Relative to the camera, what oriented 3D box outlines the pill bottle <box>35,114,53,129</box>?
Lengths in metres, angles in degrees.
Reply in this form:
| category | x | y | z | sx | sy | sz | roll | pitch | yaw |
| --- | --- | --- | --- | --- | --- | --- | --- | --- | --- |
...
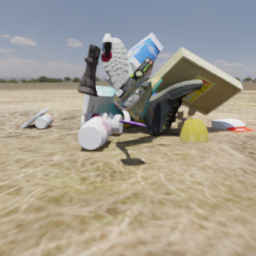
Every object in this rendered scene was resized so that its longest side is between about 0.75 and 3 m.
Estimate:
| category | x | y | z | sx | sy | sz | roll | pitch | yaw |
| --- | --- | --- | --- | --- | --- | --- | --- | --- | --- |
| pill bottle | -3.341 | -0.257 | 11.135 | 0.512 | 0.512 | 0.934 | 0 | 10 | 0 |

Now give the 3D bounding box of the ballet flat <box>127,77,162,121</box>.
| category | x | y | z | sx | sy | sz | roll | pitch | yaw |
| --- | --- | --- | --- | --- | --- | --- | --- | --- | --- |
| ballet flat | 0.476 | -0.992 | 8.426 | 0.607 | 1.717 | 0.607 | 22 | -26 | 12 |

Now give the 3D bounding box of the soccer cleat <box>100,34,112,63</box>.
| category | x | y | z | sx | sy | sz | roll | pitch | yaw |
| --- | --- | --- | --- | --- | --- | --- | --- | --- | --- |
| soccer cleat | -0.656 | -2.495 | 8.818 | 0.367 | 0.454 | 1.051 | 3 | -24 | -10 |

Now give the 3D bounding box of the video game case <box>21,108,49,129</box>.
| category | x | y | z | sx | sy | sz | roll | pitch | yaw |
| --- | --- | --- | --- | --- | --- | --- | --- | --- | --- |
| video game case | -3.751 | -0.416 | 11.367 | 1.007 | 0.127 | 1.106 | -36 | 9 | 7 |

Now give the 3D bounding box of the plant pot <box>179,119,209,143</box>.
| category | x | y | z | sx | sy | sz | roll | pitch | yaw |
| --- | --- | --- | --- | --- | --- | --- | --- | --- | --- |
| plant pot | 2.102 | 0.069 | 8.871 | 0.921 | 0.654 | 0.921 | 1 | 10 | 0 |

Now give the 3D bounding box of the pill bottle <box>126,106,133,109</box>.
| category | x | y | z | sx | sy | sz | roll | pitch | yaw |
| --- | --- | --- | --- | --- | --- | --- | --- | --- | --- |
| pill bottle | -0.058 | -1.296 | 13.056 | 1.107 | 0.641 | 0.641 | 43 | -15 | -30 |

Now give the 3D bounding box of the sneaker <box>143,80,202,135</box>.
| category | x | y | z | sx | sy | sz | roll | pitch | yaw |
| --- | --- | --- | --- | --- | --- | --- | --- | --- | --- |
| sneaker | 1.537 | -0.667 | 9.384 | 2.392 | 1.271 | 0.895 | -23 | -6 | 34 |

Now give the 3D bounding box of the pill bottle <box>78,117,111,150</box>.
| category | x | y | z | sx | sy | sz | roll | pitch | yaw |
| --- | --- | --- | --- | --- | --- | --- | --- | --- | --- |
| pill bottle | -0.946 | 0.149 | 8.034 | 0.778 | 0.778 | 1.373 | 1 | 10 | 5 |

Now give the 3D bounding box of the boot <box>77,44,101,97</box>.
| category | x | y | z | sx | sy | sz | roll | pitch | yaw |
| --- | --- | --- | --- | --- | --- | --- | --- | --- | --- |
| boot | -1.149 | -1.850 | 9.103 | 0.632 | 1.590 | 1.827 | 12 | 3 | -4 |

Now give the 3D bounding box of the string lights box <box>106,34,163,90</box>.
| category | x | y | z | sx | sy | sz | roll | pitch | yaw |
| --- | --- | --- | --- | --- | --- | --- | --- | --- | --- |
| string lights box | 0.331 | -2.650 | 11.420 | 1.438 | 0.825 | 2.798 | -28 | 23 | 38 |

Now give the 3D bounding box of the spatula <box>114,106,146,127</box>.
| category | x | y | z | sx | sy | sz | roll | pitch | yaw |
| --- | --- | --- | --- | --- | --- | --- | --- | --- | --- |
| spatula | -0.064 | -0.306 | 6.818 | 0.575 | 0.209 | 2.034 | 13 | 14 | -16 |

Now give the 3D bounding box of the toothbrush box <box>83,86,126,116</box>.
| category | x | y | z | sx | sy | sz | roll | pitch | yaw |
| --- | --- | --- | --- | --- | --- | --- | --- | --- | --- |
| toothbrush box | -0.986 | -1.054 | 12.089 | 1.731 | 1.267 | 0.738 | 0 | 40 | -21 |

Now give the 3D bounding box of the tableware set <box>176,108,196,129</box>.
| category | x | y | z | sx | sy | sz | roll | pitch | yaw |
| --- | --- | --- | --- | --- | --- | --- | --- | --- | --- |
| tableware set | 2.230 | -0.352 | 10.792 | 0.788 | 0.943 | 0.109 | -14 | 37 | -11 |

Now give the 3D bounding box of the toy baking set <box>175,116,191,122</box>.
| category | x | y | z | sx | sy | sz | roll | pitch | yaw |
| --- | --- | --- | --- | --- | --- | --- | --- | --- | --- |
| toy baking set | 2.299 | -0.475 | 13.391 | 1.063 | 0.161 | 1.385 | -8 | 13 | -40 |

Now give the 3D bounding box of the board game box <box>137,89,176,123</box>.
| category | x | y | z | sx | sy | sz | roll | pitch | yaw |
| --- | --- | --- | --- | --- | --- | --- | --- | --- | --- |
| board game box | 1.039 | -1.059 | 10.619 | 1.590 | 1.589 | 0.490 | 5 | -21 | 2 |

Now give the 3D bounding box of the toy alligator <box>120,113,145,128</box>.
| category | x | y | z | sx | sy | sz | roll | pitch | yaw |
| --- | --- | --- | --- | --- | --- | --- | --- | --- | --- |
| toy alligator | 0.318 | -0.425 | 11.537 | 2.397 | 0.576 | 0.794 | -10 | 10 | -31 |

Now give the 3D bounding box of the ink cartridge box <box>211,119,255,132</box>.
| category | x | y | z | sx | sy | sz | roll | pitch | yaw |
| --- | --- | --- | --- | --- | --- | --- | --- | --- | --- |
| ink cartridge box | 4.094 | -0.108 | 10.908 | 1.076 | 0.378 | 1.324 | -4 | 7 | -25 |

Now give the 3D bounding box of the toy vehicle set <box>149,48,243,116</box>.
| category | x | y | z | sx | sy | sz | roll | pitch | yaw |
| --- | --- | --- | --- | --- | --- | --- | --- | --- | --- |
| toy vehicle set | 2.367 | -1.480 | 9.881 | 2.900 | 0.384 | 1.802 | 20 | -41 | -28 |

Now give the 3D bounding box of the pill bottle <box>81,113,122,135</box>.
| category | x | y | z | sx | sy | sz | roll | pitch | yaw |
| --- | --- | --- | --- | --- | --- | --- | --- | --- | --- |
| pill bottle | -0.895 | -0.130 | 9.701 | 1.322 | 0.755 | 0.755 | 2 | 10 | 11 |

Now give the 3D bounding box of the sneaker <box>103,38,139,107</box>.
| category | x | y | z | sx | sy | sz | roll | pitch | yaw |
| --- | --- | --- | --- | --- | --- | --- | --- | --- | --- |
| sneaker | -0.238 | -1.898 | 9.782 | 0.911 | 2.384 | 0.960 | -14 | 6 | 11 |

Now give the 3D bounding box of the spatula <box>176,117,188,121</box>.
| category | x | y | z | sx | sy | sz | roll | pitch | yaw |
| --- | --- | --- | --- | --- | --- | --- | --- | --- | --- |
| spatula | 2.056 | -0.527 | 12.634 | 1.648 | 0.169 | 0.466 | 22 | 31 | 40 |

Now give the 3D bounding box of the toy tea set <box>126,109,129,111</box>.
| category | x | y | z | sx | sy | sz | roll | pitch | yaw |
| --- | --- | --- | --- | --- | --- | --- | --- | --- | --- |
| toy tea set | -0.947 | -1.506 | 16.088 | 2.956 | 1.094 | 1.758 | -1 | 3 | -10 |

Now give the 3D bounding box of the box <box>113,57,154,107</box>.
| category | x | y | z | sx | sy | sz | roll | pitch | yaw |
| --- | --- | --- | --- | --- | --- | --- | --- | --- | --- |
| box | 0.149 | -1.247 | 7.811 | 0.250 | 1.442 | 0.794 | 40 | -11 | 7 |
